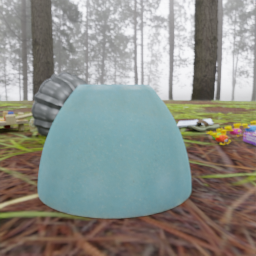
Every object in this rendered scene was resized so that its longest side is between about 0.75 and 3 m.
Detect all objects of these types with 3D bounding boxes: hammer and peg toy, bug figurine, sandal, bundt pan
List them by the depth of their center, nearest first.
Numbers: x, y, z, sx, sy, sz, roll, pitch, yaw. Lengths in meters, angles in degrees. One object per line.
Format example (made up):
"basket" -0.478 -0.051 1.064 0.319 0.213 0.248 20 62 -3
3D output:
"bundt pan" -2.050 -0.633 9.942 0.960 2.557 2.557 20 18 33
"bug figurine" 3.727 0.197 10.095 1.779 0.458 1.380 -16 2 -10
"hammer and peg toy" -5.389 -0.235 12.426 2.422 0.854 1.782 5 8 34
"sandal" 3.404 -0.140 12.830 1.843 0.526 0.732 -5 9 -33

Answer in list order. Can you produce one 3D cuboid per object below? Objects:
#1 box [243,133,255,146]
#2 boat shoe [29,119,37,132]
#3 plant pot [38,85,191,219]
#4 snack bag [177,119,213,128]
"box" 5.085 0.396 9.610 1.771 0.346 1.212 -1 8 -7
"boat shoe" -3.358 -0.386 10.805 1.997 0.628 0.728 -22 20 49
"plant pot" -0.254 0.165 5.449 2.945 1.983 2.945 0 7 0
"snack bag" 3.367 -0.219 14.112 1.740 0.186 1.641 -5 6 14
